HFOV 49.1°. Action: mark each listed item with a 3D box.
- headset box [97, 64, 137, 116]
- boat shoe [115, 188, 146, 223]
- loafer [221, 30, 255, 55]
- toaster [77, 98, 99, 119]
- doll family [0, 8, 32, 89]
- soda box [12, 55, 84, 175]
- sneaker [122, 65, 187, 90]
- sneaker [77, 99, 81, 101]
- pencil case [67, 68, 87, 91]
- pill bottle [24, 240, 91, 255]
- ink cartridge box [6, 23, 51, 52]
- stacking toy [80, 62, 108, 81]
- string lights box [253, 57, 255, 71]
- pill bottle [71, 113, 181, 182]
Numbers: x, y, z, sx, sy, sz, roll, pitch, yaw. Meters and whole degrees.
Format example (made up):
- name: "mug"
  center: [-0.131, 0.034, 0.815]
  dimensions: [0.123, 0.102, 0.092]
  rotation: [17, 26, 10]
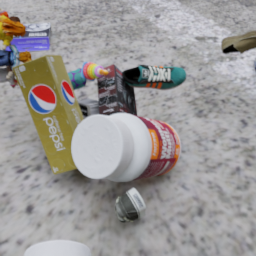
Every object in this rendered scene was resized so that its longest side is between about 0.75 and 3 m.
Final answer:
- name: "headset box"
  center: [-0.289, -0.871, 7.634]
  dimensions: [0.602, 1.160, 1.558]
  rotation: [-15, 65, 24]
- name: "boat shoe"
  center: [-0.012, 1.706, 6.048]
  dimensions: [0.584, 1.834, 0.648]
  rotation: [-29, 70, -9]
- name: "loafer"
  center: [3.392, -2.432, 8.195]
  dimensions: [1.471, 0.559, 0.496]
  rotation: [4, 68, 52]
- name: "toaster"
  center: [-1.021, -0.313, 7.906]
  dimensions: [0.578, 0.881, 0.974]
  rotation: [-17, 24, -39]
- name: "doll family"
  center: [-3.202, -2.051, 7.236]
  dimensions: [1.312, 2.114, 0.952]
  rotation: [-5, 13, -12]
- name: "soda box"
  center: [-1.769, -0.329, 7.023]
  dimensions: [0.947, 2.796, 0.895]
  rotation: [-16, 11, 14]
- name: "sneaker"
  center: [0.623, -1.304, 7.188]
  dimensions: [1.684, 0.673, 0.601]
  rotation: [0, 86, 25]
- name: "sneaker"
  center: [-1.502, -0.476, 8.692]
  dimensions: [2.494, 1.004, 0.953]
  rotation: [-18, 49, -21]
- name: "pencil case"
  center: [-1.909, -1.277, 8.065]
  dimensions: [1.413, 0.601, 0.653]
  rotation: [-24, 38, -30]
- name: "pill bottle"
  center: [-1.221, 3.372, 4.504]
  dimensions: [1.509, 1.509, 2.662]
  rotation: [-4, 46, -4]
- name: "ink cartridge box"
  center: [-4.587, -4.168, 12.865]
  dimensions: [1.976, 0.433, 1.995]
  rotation: [-6, 46, -7]
- name: "stacking toy"
  center: [-0.775, -1.397, 6.961]
  dimensions: [0.470, 0.444, 0.809]
  rotation: [10, 3, -43]
- name: "string lights box"
  center: [5.677, -1.914, 10.315]
  dimensions: [1.398, 0.802, 2.720]
  rotation: [5, 45, 5]
- name: "pill bottle"
  center: [0.081, 0.457, 6.505]
  dimensions: [1.503, 1.503, 2.743]
  rotation: [33, 13, 29]
